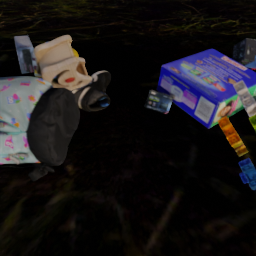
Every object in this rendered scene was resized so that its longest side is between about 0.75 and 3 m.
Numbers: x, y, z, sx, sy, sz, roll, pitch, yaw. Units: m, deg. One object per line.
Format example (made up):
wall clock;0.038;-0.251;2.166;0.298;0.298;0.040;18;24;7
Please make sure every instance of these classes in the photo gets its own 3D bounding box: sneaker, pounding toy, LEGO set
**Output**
sneaker;-3.047;-3.162;12.124;1.044;1.256;2.787;11;34;17
pounding toy;-1.777;-1.379;8.323;1.544;1.549;2.700;-18;-8;-18
LEGO set;2.910;0.464;6.485;1.083;1.165;2.840;-28;58;19
sneaker;-0.928;-1.185;9.504;1.179;0.770;2.108;20;46;27

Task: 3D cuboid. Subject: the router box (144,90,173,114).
router box;0.960;-0.812;8.734;0.767;0.575;0.238;16;14;-4

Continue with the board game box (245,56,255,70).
board game box;5.627;-2.865;12.615;1.142;0.281;1.445;24;45;26

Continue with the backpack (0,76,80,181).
backpack;-2.865;-0.173;6.715;2.938;1.860;2.452;1;31;7

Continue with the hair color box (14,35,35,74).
hair color box;-4.620;-3.337;12.565;0.665;1.086;2.193;-12;34;-18

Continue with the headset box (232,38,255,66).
headset box;4.122;-2.660;9.939;0.408;0.766;0.879;8;-5;-10

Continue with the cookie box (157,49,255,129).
cookie box;2.721;-1.425;9.182;2.706;1.017;2.314;-25;52;-33
